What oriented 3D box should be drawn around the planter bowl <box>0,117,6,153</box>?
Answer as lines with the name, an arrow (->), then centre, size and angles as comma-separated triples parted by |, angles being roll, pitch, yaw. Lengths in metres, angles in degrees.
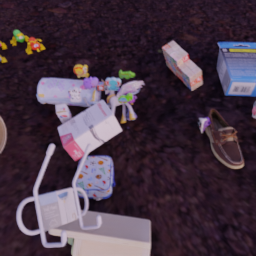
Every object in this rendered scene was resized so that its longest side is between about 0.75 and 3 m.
planter bowl -> -4.913, 0.166, 8.506 | 1.991, 1.991, 1.340 | -35, 25, -27

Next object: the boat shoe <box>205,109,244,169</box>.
boat shoe -> 3.073, 0.281, 8.997 | 0.791, 0.789, 2.193 | -7, 48, -6

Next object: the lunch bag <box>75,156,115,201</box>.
lunch bag -> -0.926, 1.428, 8.070 | 1.108, 0.522, 1.383 | 1, 42, -1

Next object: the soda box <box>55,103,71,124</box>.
soda box -> -2.088, -0.447, 9.124 | 0.335, 0.984, 0.313 | -9, 71, -4

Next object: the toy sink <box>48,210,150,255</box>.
toy sink -> -0.605, 2.695, 6.203 | 2.118, 1.381, 1.187 | 7, 90, 4

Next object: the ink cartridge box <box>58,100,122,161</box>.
ink cartridge box -> -1.207, 0.046, 8.701 | 1.728, 0.715, 1.266 | -33, 34, -3

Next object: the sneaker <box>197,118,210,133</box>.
sneaker -> 2.540, -0.091, 9.298 | 0.375, 0.898, 0.362 | -16, 70, 3

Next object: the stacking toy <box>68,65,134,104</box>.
stacking toy -> -0.876, -1.532, 9.529 | 2.187, 0.514, 1.649 | 2, 42, 0

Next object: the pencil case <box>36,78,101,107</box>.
pencil case -> -2.129, -1.249, 10.279 | 2.292, 0.953, 1.040 | 7, 64, 5

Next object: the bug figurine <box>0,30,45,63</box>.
bug figurine -> -5.289, -3.709, 12.670 | 2.657, 0.684, 2.060 | -28, 54, -23

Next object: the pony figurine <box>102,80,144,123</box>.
pony figurine -> -0.210, -1.004, 9.816 | 1.549, 1.336, 1.604 | -8, 79, -8

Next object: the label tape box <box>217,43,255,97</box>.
label tape box -> 4.734, -2.441, 11.414 | 1.921, 0.886, 2.681 | 2, 46, 1

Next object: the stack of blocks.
stack of blocks -> 2.168, -2.500, 11.228 | 0.554, 1.090, 1.893 | -32, 54, -1

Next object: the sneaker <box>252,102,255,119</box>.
sneaker -> 4.802, -0.286, 9.563 | 1.002, 0.721, 1.917 | 7, 42, 2

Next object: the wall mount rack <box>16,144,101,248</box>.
wall mount rack -> -1.132, 1.179, 5.203 | 0.717, 1.922, 1.670 | -16, 80, 24
